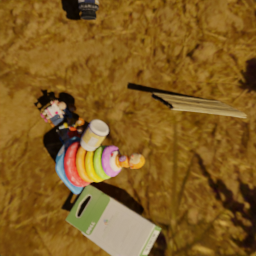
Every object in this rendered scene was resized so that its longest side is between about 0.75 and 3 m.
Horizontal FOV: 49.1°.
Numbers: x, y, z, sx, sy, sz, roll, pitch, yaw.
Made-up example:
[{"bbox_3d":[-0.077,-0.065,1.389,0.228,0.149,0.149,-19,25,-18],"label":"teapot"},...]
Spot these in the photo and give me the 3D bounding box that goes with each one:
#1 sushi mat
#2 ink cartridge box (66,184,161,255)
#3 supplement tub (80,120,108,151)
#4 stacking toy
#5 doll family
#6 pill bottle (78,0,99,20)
[{"bbox_3d":[2.327,-0.731,9.159,2.961,1.417,0.179,4,110,-25],"label":"sushi mat"},{"bbox_3d":[-0.480,2.954,8.560,2.611,0.774,1.355,24,76,28],"label":"ink cartridge box"},{"bbox_3d":[-0.939,0.212,7.659,0.559,0.768,0.559,24,35,-18],"label":"supplement tub"},{"bbox_3d":[-0.713,1.031,8.331,2.616,1.436,1.518,-7,38,30],"label":"stacking toy"},{"bbox_3d":[-2.133,-0.302,9.571,1.030,0.748,1.660,-31,114,4],"label":"doll family"},{"bbox_3d":[-1.377,-4.455,9.698,0.720,0.720,1.287,0,99,0],"label":"pill bottle"}]
